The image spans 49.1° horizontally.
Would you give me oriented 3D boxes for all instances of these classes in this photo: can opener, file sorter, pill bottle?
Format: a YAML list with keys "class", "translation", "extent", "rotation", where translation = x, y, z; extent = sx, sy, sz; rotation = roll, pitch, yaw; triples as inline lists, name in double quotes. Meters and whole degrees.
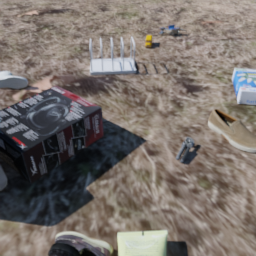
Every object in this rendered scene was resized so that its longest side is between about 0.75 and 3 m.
- class: "can opener"
  translation: [1.629, 0.647, 8.111]
  extent: [0.262, 0.328, 0.981]
  rotation: [35, 52, 4]
- class: "file sorter"
  translation: [-0.729, -3.280, 12.571]
  extent: [2.028, 1.262, 1.407]
  rotation: [-4, 36, -4]
- class: "pill bottle"
  translation: [-1.323, 2.739, 4.749]
  extent: [0.784, 0.784, 1.402]
  rotation: [8, 36, 10]

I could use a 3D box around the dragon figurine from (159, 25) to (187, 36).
- class: "dragon figurine"
  translation: [2.668, -5.818, 16.670]
  extent: [1.685, 0.496, 0.838]
  rotation: [-19, 40, -22]

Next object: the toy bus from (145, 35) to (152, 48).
- class: "toy bus"
  translation: [1.119, -4.675, 15.195]
  extent: [0.328, 0.394, 1.007]
  rotation: [5, 37, 7]

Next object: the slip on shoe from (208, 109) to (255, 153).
- class: "slip on shoe"
  translation: [3.303, 0.049, 8.580]
  extent: [0.741, 0.590, 1.949]
  rotation: [-20, 41, -25]

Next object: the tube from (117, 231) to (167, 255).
- class: "tube"
  translation: [0.250, 2.899, 4.693]
  extent: [0.782, 0.699, 2.694]
  rotation: [29, 30, -16]

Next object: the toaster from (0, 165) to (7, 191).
- class: "toaster"
  translation: [-4.023, 0.619, 6.578]
  extent: [1.239, 2.088, 1.888]
  rotation: [-34, 47, -31]

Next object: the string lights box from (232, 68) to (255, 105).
- class: "string lights box"
  translation: [4.694, -1.609, 10.845]
  extent: [1.007, 0.578, 1.960]
  rotation: [6, 37, 8]

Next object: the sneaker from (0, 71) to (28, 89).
- class: "sneaker"
  translation: [-4.763, -2.032, 11.458]
  extent: [1.513, 0.557, 0.874]
  rotation: [1, 39, 3]

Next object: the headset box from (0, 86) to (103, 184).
- class: "headset box"
  translation: [-2.331, -0.061, 8.263]
  extent: [2.203, 1.143, 2.961]
  rotation: [26, 43, 31]

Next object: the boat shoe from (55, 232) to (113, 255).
- class: "boat shoe"
  translation: [-0.914, 2.389, 5.530]
  extent: [1.191, 0.429, 0.386]
  rotation: [12, 29, 7]
